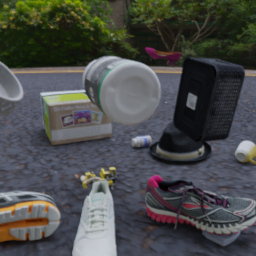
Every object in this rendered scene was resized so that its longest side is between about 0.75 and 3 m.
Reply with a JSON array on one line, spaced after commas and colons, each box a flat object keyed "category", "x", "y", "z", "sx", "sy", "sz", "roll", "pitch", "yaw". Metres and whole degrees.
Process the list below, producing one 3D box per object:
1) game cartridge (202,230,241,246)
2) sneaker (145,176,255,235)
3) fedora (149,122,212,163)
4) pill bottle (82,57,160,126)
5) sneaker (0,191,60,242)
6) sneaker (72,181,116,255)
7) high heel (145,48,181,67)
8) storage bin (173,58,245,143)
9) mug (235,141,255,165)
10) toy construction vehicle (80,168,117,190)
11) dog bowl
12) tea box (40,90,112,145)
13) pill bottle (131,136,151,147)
[{"category": "game cartridge", "x": 2.280, "y": 2.423, "z": 6.661, "sx": 0.633, "sy": 0.194, "sz": 0.951, "roll": 20, "pitch": 26, "yaw": 40}, {"category": "sneaker", "x": 1.681, "y": 1.811, "z": 6.765, "sx": 2.719, "sy": 1.015, "sz": 1.096, "roll": 1, "pitch": 14, "yaw": 21}, {"category": "fedora", "x": 2.114, "y": 0.416, "z": 11.276, "sx": 2.647, "sy": 1.209, "sz": 2.647, "roll": 0, "pitch": 17, "yaw": 0}, {"category": "pill bottle", "x": -0.369, "y": -1.197, "z": 8.091, "sx": 1.618, "sy": 1.618, "sz": 2.861, "roll": -6, "pitch": 19, "yaw": -19}, {"category": "sneaker", "x": -3.119, "y": 2.037, "z": 6.524, "sx": 2.965, "sy": 1.161, "sz": 1.145, "roll": 4, "pitch": 12, "yaw": -15}, {"category": "sneaker", "x": -0.744, "y": 2.103, "z": 6.297, "sx": 0.908, "sy": 1.034, "sz": 2.581, "roll": 0, "pitch": 19, "yaw": -5}, {"category": "high heel", "x": 0.919, "y": -1.999, "z": 7.394, "sx": 0.924, "sy": 0.444, "sz": 0.312, "roll": 21, "pitch": 42, "yaw": -16}, {"category": "storage bin", "x": 1.721, "y": -0.632, "z": 6.225, "sx": 0.788, "sy": 1.682, "sz": 1.137, "roll": -3, "pitch": 24, "yaw": -25}, {"category": "mug", "x": 4.469, "y": 0.960, "z": 10.521, "sx": 0.874, "sy": 0.700, "sz": 0.718, "roll": 8, "pitch": 26, "yaw": 42}, {"category": "toy construction vehicle", "x": -0.888, "y": 1.575, "z": 8.918, "sx": 1.199, "sy": 0.422, "sz": 1.044, "roll": -4, "pitch": 18, "yaw": -13}, {"category": "dog bowl", "x": -3.574, "y": -1.189, "z": 7.314, "sx": 0.540, "sy": 1.842, "sz": 1.842, "roll": -37, "pitch": 11, "yaw": 14}, {"category": "tea box", "x": -2.543, "y": -0.639, "z": 13.463, "sx": 2.818, "sy": 1.883, "sz": 2.772, "roll": -7, "pitch": 19, "yaw": -22}, {"category": "pill bottle", "x": 0.557, "y": 0.597, "z": 11.986, "sx": 0.787, "sy": 0.441, "sz": 0.441, "roll": -6, "pitch": 19, "yaw": -21}]
